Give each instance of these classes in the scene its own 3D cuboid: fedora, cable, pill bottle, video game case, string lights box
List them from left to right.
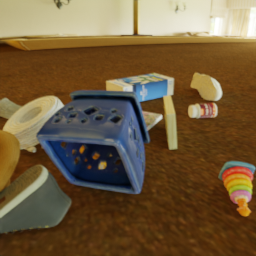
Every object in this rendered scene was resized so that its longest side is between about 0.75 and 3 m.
[{"bbox_3d":[-3.263,1.108,5.924,2.482,1.012,2.482,-7,43,6],"label":"fedora"},{"bbox_3d":[-2.983,-0.193,8.889,2.094,0.725,2.094,-2,41,34],"label":"cable"},{"bbox_3d":[0.172,-0.207,10.437,1.510,0.190,2.109,12,26,26],"label":"video game case"},{"bbox_3d":[0.590,-1.914,13.553,2.970,0.876,1.526,-15,27,-32],"label":"string lights box"},{"bbox_3d":[2.925,-0.671,11.039,0.993,0.567,0.567,-4,23,-10],"label":"pill bottle"}]

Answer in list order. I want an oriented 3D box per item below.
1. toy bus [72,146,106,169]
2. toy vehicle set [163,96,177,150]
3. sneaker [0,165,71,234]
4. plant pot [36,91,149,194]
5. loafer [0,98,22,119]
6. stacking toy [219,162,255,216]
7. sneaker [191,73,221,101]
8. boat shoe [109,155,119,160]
[{"bbox_3d":[-1.131,0.787,7.836,0.462,0.384,1.181,-17,28,-34],"label":"toy bus"},{"bbox_3d":[1.369,-0.234,9.213,0.250,1.174,1.889,-5,22,6],"label":"toy vehicle set"},{"bbox_3d":[-2.116,1.763,5.234,2.104,1.118,0.787,-37,31,-8],"label":"sneaker"},{"bbox_3d":[-0.564,0.203,6.410,1.941,1.941,1.745,4,49,22],"label":"plant pot"},{"bbox_3d":[-4.863,-0.802,11.159,2.058,0.718,0.719,6,24,15],"label":"loafer"},{"bbox_3d":[2.435,1.387,6.085,0.702,0.664,1.210,8,42,2],"label":"stacking toy"},{"bbox_3d":[4.086,-2.035,13.845,1.113,1.057,2.766,14,25,-14],"label":"sneaker"},{"bbox_3d":[-0.615,0.441,8.410,0.806,0.856,2.385,22,-2,-42],"label":"boat shoe"}]
